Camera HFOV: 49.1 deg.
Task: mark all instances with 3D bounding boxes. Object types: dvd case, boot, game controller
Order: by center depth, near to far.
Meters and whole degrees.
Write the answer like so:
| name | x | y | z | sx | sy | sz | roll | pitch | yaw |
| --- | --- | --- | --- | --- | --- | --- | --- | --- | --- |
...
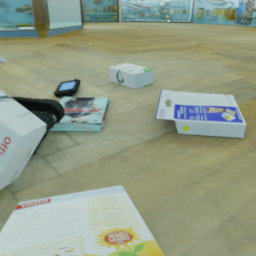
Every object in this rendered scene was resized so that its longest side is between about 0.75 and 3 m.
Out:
| name | x | y | z | sx | sy | sz | roll | pitch | yaw |
| --- | --- | --- | --- | --- | --- | --- | --- | --- | --- |
| boot | -3.512 | -0.044 | 8.517 | 2.781 | 1.046 | 2.079 | -3 | 36 | 23 |
| dvd case | -1.797 | -0.574 | 10.468 | 1.958 | 0.295 | 2.682 | 1 | 27 | 3 |
| game controller | -2.808 | -1.870 | 13.025 | 1.041 | 0.420 | 1.995 | -1 | 25 | -2 |

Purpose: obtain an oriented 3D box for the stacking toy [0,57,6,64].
| name | x | y | z | sx | sy | sz | roll | pitch | yaw |
| --- | --- | --- | --- | --- | --- | --- | --- | --- | --- |
| stacking toy | -4.236 | -1.632 | 8.566 | 0.450 | 1.443 | 1.913 | 12 | -3 | -16 |

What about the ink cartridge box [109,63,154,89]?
| name | x | y | z | sx | sy | sz | roll | pitch | yaw |
| --- | --- | --- | --- | --- | --- | --- | --- | --- | --- |
| ink cartridge box | 0.139 | -2.663 | 14.225 | 1.380 | 0.797 | 1.889 | -23 | 34 | -39 |

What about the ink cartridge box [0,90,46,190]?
| name | x | y | z | sx | sy | sz | roll | pitch | yaw |
| --- | --- | --- | --- | --- | --- | --- | --- | --- | --- |
| ink cartridge box | -3.338 | 0.011 | 6.162 | 2.450 | 1.788 | 1.030 | 35 | 20 | 2 |

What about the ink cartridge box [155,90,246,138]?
| name | x | y | z | sx | sy | sz | roll | pitch | yaw |
| --- | --- | --- | --- | --- | --- | --- | --- | --- | --- |
| ink cartridge box | 2.500 | -0.584 | 10.141 | 2.864 | 0.673 | 2.830 | 3 | 27 | 10 |

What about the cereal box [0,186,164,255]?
| name | x | y | z | sx | sy | sz | roll | pitch | yaw |
| --- | --- | --- | --- | --- | --- | --- | --- | --- | --- |
| cereal box | -0.844 | 1.665 | 4.265 | 2.117 | 0.582 | 2.943 | -7 | 4 | -9 |
